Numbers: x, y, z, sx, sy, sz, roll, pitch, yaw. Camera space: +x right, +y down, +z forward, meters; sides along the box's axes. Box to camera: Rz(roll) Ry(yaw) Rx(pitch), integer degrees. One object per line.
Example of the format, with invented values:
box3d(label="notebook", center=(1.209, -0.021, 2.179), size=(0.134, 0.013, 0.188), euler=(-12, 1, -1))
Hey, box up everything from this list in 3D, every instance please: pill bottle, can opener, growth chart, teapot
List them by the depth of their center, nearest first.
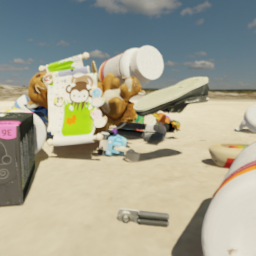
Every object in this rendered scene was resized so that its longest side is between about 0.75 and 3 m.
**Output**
box3d(label="pill bottle", center=(1.818, 0.846, 3.242), size=(1.414, 1.414, 2.580), euler=(4, 9, 27))
box3d(label="can opener", center=(0.226, 1.320, 4.217), size=(0.787, 0.210, 0.263), euler=(3, 9, 10))
box3d(label="growth chart", center=(-1.570, -0.781, 7.770), size=(1.981, 2.738, 0.243), euler=(-16, -18, 20))
box3d(label="pill bottle", center=(-3.172, 0.086, 8.041), size=(1.267, 1.267, 2.319), euler=(-4, 7, -26))
box3d(label="pill bottle", center=(0.051, -1.951, 9.564), size=(1.279, 1.279, 2.334), euler=(-5, 0, -34))
box3d(label="can opener", center=(0.407, 0.144, 10.947), size=(2.236, 0.597, 0.748), euler=(6, 17, 28))
box3d(label="teapot", center=(5.908, -0.292, 12.717), size=(1.439, 1.051, 1.420), euler=(29, 63, 21))

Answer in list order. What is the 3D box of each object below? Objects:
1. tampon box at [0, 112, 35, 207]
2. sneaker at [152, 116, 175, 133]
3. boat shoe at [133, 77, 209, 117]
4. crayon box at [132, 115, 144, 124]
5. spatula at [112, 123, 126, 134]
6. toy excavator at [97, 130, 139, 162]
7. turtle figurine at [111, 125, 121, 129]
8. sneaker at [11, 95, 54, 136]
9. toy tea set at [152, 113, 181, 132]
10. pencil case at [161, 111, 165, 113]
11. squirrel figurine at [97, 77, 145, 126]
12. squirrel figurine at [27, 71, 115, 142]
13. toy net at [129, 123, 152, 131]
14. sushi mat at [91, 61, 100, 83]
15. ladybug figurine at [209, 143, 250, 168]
box3d(label="tampon box", center=(-2.867, 0.492, 5.611), size=(1.728, 1.456, 2.306), euler=(-2, 8, -13))
box3d(label="sneaker", center=(1.825, -0.106, 13.042), size=(0.993, 0.694, 1.997), euler=(11, 15, 22))
box3d(label="boat shoe", center=(1.093, -0.612, 6.631), size=(2.069, 0.699, 0.743), euler=(-22, 26, -23))
box3d(label="crayon box", center=(0.141, -0.453, 14.154), size=(1.125, 0.552, 1.894), euler=(1, -5, 12))
box3d(label="spatula", center=(-0.187, -0.143, 9.984), size=(0.172, 1.670, 0.472), euler=(43, 3, 22))
box3d(label="toy excavator", center=(-0.244, 0.578, 8.294), size=(1.348, 0.673, 1.311), euler=(11, 11, 11))
box3d(label="turtle figurine", center=(-0.948, -0.175, 13.844), size=(1.501, 0.483, 1.210), euler=(5, 10, 33))
box3d(label="sneaker", center=(-3.251, -0.451, 10.986), size=(2.639, 1.085, 0.976), euler=(21, 23, -42))
box3d(label="toy tea set", center=(1.489, -0.162, 10.726), size=(1.324, 0.490, 0.787), euler=(25, -2, -13))
box3d(label="pencil case", center=(1.337, -0.842, 8.995), size=(0.476, 0.517, 1.118), euler=(21, 28, 23))
box3d(label="squirrel figurine", center=(-0.173, -0.807, 8.256), size=(1.032, 1.459, 1.362), euler=(26, 50, 34))
box3d(label="squirrel figurine", center=(-1.986, -0.724, 9.653), size=(2.777, 2.106, 2.975), euler=(15, -24, 9))
box3d(label="toy net", center=(0.670, -0.041, 13.266), size=(1.916, 0.370, 1.005), euler=(-3, 7, -25))
box3d(label="sushi mat", center=(-1.137, -1.766, 10.518), size=(0.085, 1.400, 0.670), euler=(-17, -6, -12))
box3d(label="ladybug figurine", center=(2.853, 0.723, 7.196), size=(1.530, 0.550, 1.038), euler=(1, 8, 7))
